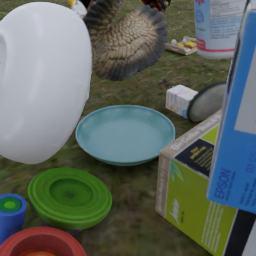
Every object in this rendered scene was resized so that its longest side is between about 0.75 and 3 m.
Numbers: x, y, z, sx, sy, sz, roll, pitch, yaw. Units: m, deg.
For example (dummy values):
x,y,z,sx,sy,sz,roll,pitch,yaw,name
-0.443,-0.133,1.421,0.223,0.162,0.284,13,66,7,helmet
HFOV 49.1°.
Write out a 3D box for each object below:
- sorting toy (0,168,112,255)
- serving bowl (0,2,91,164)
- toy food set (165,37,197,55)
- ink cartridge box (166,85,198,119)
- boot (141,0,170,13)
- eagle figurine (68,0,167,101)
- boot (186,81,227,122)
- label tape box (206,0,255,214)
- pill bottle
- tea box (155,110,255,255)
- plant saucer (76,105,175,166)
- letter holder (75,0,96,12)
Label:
x,y,z,sx,sy,sz,roll,pitch,yaw,name
-1.300,1.786,4.336,1.696,1.159,2.822,17,23,-2,sorting toy
-1.393,-0.613,3.502,0.691,2.101,2.101,11,18,-47,serving bowl
2.580,-3.848,12.842,1.146,0.482,1.597,29,44,35,toy food set
1.587,-0.813,8.313,0.601,0.617,0.959,-26,41,-32,ink cartridge box
1.425,-4.012,7.857,2.010,2.670,0.977,-52,36,-5,boot
-0.449,-1.798,5.007,2.679,2.022,2.033,-28,9,1,eagle figurine
3.241,-0.469,7.585,2.930,0.992,1.914,-16,43,-20,boot
1.656,-0.667,3.305,0.865,1.970,2.732,12,38,17,label tape box
2.124,-2.897,6.063,1.372,2.523,1.372,-9,28,5,pill bottle
2.087,0.950,4.897,2.333,1.559,2.295,-28,43,-34,tea box
-0.063,0.203,6.995,2.428,0.436,2.428,0,34,0,plant saucer
-0.736,-2.750,6.225,0.545,0.771,1.084,23,81,10,letter holder
